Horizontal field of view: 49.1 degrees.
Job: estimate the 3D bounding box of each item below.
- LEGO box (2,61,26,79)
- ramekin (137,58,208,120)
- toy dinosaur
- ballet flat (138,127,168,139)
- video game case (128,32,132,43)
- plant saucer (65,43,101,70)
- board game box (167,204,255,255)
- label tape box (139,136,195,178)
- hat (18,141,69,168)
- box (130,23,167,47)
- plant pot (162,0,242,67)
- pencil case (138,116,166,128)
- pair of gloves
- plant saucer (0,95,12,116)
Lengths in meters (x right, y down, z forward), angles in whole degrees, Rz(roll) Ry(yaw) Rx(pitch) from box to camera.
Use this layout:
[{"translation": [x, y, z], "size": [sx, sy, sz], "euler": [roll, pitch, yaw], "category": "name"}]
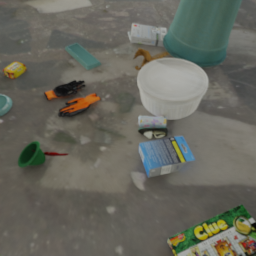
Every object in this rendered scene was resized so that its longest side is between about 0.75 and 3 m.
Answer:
[{"translation": [-4.722, -2.408, 11.660], "size": [0.561, 0.291, 0.753], "euler": [23, 52, 19], "category": "LEGO box"}, {"translation": [1.555, -1.371, 10.127], "size": [2.479, 1.154, 2.479], "euler": [0, 48, 0], "category": "ramekin"}, {"translation": [1.035, -2.803, 11.865], "size": [1.519, 0.864, 2.861], "euler": [38, 58, -2], "category": "toy dinosaur"}, {"translation": [0.836, 0.166, 9.293], "size": [1.014, 0.345, 0.347], "euler": [-3, 56, -2], "category": "ballet flat"}, {"translation": [0.468, -4.435, 13.634], "size": [0.838, 0.108, 0.922], "euler": [-7, 48, -6], "category": "video game case"}, {"translation": [-2.047, -3.247, 12.509], "size": [0.719, 0.195, 2.056], "euler": [-29, 53, -24], "category": "plant saucer"}, {"translation": [2.229, 2.829, 6.879], "size": [2.271, 0.266, 1.190], "euler": [-18, 52, -16], "category": "board game box"}, {"translation": [1.155, 0.852, 8.573], "size": [1.442, 0.477, 1.033], "euler": [-9, 48, -12], "category": "label tape box"}, {"translation": [-2.678, 1.011, 8.675], "size": [1.096, 0.964, 0.908], "euler": [-12, 50, 38], "category": "hat"}, {"translation": [0.985, -4.421, 13.328], "size": [1.691, 0.348, 1.318], "euler": [7, 46, -4], "category": "box"}, {"translation": [3.215, -4.588, 11.688], "size": [2.937, 2.877, 2.937], "euler": [5, 49, -6], "category": "plant pot"}, {"translation": [0.833, -0.211, 9.555], "size": [0.967, 0.439, 0.402], "euler": [1, 58, 2], "category": "pencil case"}, {"translation": [-2.116, -1.133, 10.552], "size": [1.662, 0.231, 1.865], "euler": [-27, 50, -21], "category": "pair of gloves"}, {"translation": [-4.948, -0.833, 10.282], "size": [1.293, 0.177, 1.293], "euler": [-1, 46, 1], "category": "plant saucer"}]
